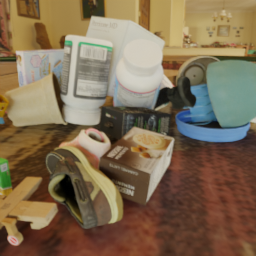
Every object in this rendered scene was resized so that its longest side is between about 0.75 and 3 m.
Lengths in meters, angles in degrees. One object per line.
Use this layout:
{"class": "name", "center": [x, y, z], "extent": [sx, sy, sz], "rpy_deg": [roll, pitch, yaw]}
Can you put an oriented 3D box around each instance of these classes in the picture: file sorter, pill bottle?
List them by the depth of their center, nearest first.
{"class": "pill bottle", "center": [0.308, -1.461, 9.208], "extent": [1.499, 2.756, 1.499], "rpy_deg": [3, 58, -5]}
{"class": "file sorter", "center": [2.301, -0.755, 9.305], "extent": [0.870, 1.254, 0.769], "rpy_deg": [-4, 11, 38]}
{"class": "pill bottle", "center": [-1.479, -1.613, 9.589], "extent": [1.588, 2.808, 1.588], "rpy_deg": [9, 14, -2]}

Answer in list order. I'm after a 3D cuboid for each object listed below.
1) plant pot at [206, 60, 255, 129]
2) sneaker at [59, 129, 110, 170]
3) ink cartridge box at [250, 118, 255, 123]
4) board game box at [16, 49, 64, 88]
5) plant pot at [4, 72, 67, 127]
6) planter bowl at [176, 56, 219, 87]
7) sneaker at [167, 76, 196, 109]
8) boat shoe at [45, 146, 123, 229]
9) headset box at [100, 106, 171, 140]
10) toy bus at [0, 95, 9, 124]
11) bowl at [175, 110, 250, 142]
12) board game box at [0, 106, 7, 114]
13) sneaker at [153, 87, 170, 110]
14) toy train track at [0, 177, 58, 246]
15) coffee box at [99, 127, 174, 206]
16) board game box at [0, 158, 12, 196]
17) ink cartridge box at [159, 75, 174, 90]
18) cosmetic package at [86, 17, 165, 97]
{"class": "plant pot", "center": [3.412, -1.112, 8.326], "extent": [1.441, 2.139, 2.139], "rpy_deg": [-14, 8, 33]}
{"class": "sneaker", "center": [-0.980, 0.413, 6.365], "extent": [0.709, 0.984, 1.883], "rpy_deg": [3, 13, -36]}
{"class": "ink cartridge box", "center": [5.024, -0.521, 10.349], "extent": [1.346, 0.453, 0.789], "rpy_deg": [-14, 24, -36]}
{"class": "board game box", "center": [-3.074, -1.812, 11.068], "extent": [0.507, 2.465, 2.459], "rpy_deg": [17, 24, 37]}
{"class": "plant pot", "center": [-3.157, -0.826, 9.592], "extent": [1.694, 1.850, 1.850], "rpy_deg": [-13, 19, -3]}
{"class": "planter bowl", "center": [2.554, -1.807, 10.271], "extent": [1.798, 1.798, 1.210], "rpy_deg": [-1, 24, -4]}
{"class": "sneaker", "center": [1.483, -1.011, 8.321], "extent": [0.865, 0.498, 1.658], "rpy_deg": [18, -16, 34]}
{"class": "boat shoe", "center": [-1.062, 0.987, 5.127], "extent": [0.802, 0.872, 2.440], "rpy_deg": [-10, 24, -37]}
{"class": "headset box", "center": [0.130, -0.162, 8.182], "extent": [1.674, 0.776, 1.457], "rpy_deg": [0, 11, -31]}
{"class": "toy bus", "center": [-4.158, -0.437, 8.585], "extent": [1.263, 1.192, 0.653], "rpy_deg": [-8, 1, 28]}
{"class": "bowl", "center": [2.701, -0.110, 9.116], "extent": [2.311, 0.454, 2.311], "rpy_deg": [0, 18, 0]}
{"class": "board game box", "center": [-4.734, -0.926, 12.081], "extent": [0.852, 0.161, 1.655], "rpy_deg": [10, 21, 31]}
{"class": "sneaker", "center": [0.762, -0.874, 11.247], "extent": [2.297, 0.809, 1.074], "rpy_deg": [-24, -11, -18]}
{"class": "toy train track", "center": [-2.444, 1.426, 4.616], "extent": [2.805, 0.456, 1.609], "rpy_deg": [0, 24, 18]}
{"class": "coffee box", "center": [0.217, 0.687, 5.798], "extent": [1.017, 0.709, 1.778], "rpy_deg": [15, 24, 18]}
{"class": "board game box", "center": [-2.726, 0.909, 5.538], "extent": [1.007, 0.771, 0.203], "rpy_deg": [10, 21, 31]}
{"class": "ink cartridge box", "center": [1.675, -1.786, 12.996], "extent": [0.638, 1.129, 1.541], "rpy_deg": [-40, 4, 22]}
{"class": "cosmetic package", "center": [-0.396, -2.716, 11.447], "extent": [2.295, 2.743, 2.281], "rpy_deg": [26, 11, 41]}
